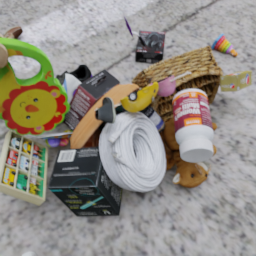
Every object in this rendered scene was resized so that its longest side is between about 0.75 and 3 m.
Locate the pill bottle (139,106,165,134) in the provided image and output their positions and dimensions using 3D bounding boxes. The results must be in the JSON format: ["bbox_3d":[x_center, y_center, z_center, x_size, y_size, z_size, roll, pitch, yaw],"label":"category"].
[{"bbox_3d":[0.695,-0.305,8.983,1.018,0.569,0.569,49,60,-21],"label":"pill bottle"}]

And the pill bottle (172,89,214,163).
[{"bbox_3d":[1.732,-0.066,7.484,0.985,0.985,1.798,0,58,0],"label":"pill bottle"}]

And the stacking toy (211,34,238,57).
[{"bbox_3d":[4.422,-3.596,12.549,1.189,0.690,0.652,39,65,10],"label":"stacking toy"}]

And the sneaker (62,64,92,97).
[{"bbox_3d":[-2.380,-1.414,10.562,0.973,1.392,2.798,29,61,17],"label":"sneaker"}]

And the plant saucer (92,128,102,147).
[{"bbox_3d":[-0.310,0.507,9.497,1.953,0.365,1.953,6,75,-22],"label":"plant saucer"}]

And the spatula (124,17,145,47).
[{"bbox_3d":[0.208,-2.459,7.415,0.154,1.494,0.422,-30,75,18],"label":"spatula"}]

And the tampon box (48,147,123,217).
[{"bbox_3d":[-1.104,1.592,7.985,1.432,1.910,1.206,-5,50,15],"label":"tampon box"}]

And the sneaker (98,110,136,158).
[{"bbox_3d":[-0.289,0.412,8.770,1.381,0.921,2.410,7,77,-40],"label":"sneaker"}]

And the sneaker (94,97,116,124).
[{"bbox_3d":[-0.600,-0.485,6.765,0.463,0.326,0.872,11,39,-29],"label":"sneaker"}]

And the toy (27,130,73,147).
[{"bbox_3d":[-2.291,0.379,9.201,1.145,1.988,0.469,-6,94,13],"label":"toy"}]

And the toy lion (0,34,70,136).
[{"bbox_3d":[-2.694,-0.920,7.351,2.508,2.616,0.898,6,35,-33],"label":"toy lion"}]

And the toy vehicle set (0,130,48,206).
[{"bbox_3d":[-2.962,1.083,7.977,0.280,1.310,2.109,-43,36,22],"label":"toy vehicle set"}]

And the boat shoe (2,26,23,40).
[{"bbox_3d":[-5.430,-3.944,12.738,0.621,0.655,1.730,37,73,18],"label":"boat shoe"}]

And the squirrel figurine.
[{"bbox_3d":[1.667,0.848,9.137,2.344,1.659,2.188,-7,74,32],"label":"squirrel figurine"}]

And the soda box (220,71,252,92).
[{"bbox_3d":[3.722,-1.607,9.572,0.553,0.522,1.632,4,16,40],"label":"soda box"}]

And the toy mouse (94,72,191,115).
[{"bbox_3d":[0.464,-0.917,8.183,2.744,2.439,0.531,-24,97,1],"label":"toy mouse"}]

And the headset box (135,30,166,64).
[{"bbox_3d":[1.012,-3.669,12.511,1.223,0.635,1.644,7,59,5],"label":"headset box"}]

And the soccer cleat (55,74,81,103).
[{"bbox_3d":[-2.240,-0.644,9.119,0.989,2.290,0.800,23,20,-30],"label":"soccer cleat"}]

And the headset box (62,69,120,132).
[{"bbox_3d":[-1.135,-0.875,8.704,0.722,1.869,1.391,40,43,4],"label":"headset box"}]

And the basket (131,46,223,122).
[{"bbox_3d":[1.874,-1.350,9.720,2.832,2.021,2.110,-22,91,-16],"label":"basket"}]

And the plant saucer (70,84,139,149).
[{"bbox_3d":[-0.813,-0.299,8.872,0.562,3.000,3.000,41,64,2],"label":"plant saucer"}]

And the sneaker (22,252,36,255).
[{"bbox_3d":[-3.164,4.478,6.959,1.125,1.067,2.794,7,55,16],"label":"sneaker"}]

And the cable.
[{"bbox_3d":[0.195,0.667,7.796,0.786,2.272,2.271,-19,26,33],"label":"cable"}]
